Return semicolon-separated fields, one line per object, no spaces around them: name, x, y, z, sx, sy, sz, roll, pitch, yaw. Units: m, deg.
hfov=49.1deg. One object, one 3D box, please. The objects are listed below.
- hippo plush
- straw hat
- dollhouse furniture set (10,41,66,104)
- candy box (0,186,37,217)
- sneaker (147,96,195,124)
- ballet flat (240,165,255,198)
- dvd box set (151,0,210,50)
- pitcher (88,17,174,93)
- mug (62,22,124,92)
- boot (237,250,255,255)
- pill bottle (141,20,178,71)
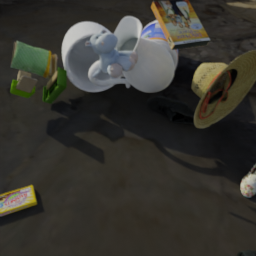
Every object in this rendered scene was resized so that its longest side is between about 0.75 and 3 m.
hippo plush;-0.392;-1.813;6.569;0.974;0.984;1.223;-37;29;-22
straw hat;2.422;-1.288;7.874;2.573;2.573;1.089;-25;53;-28
dollhouse furniture set;-2.881;-2.081;9.037;1.438;1.101;2.194;16;53;-35
candy box;-2.573;1.638;6.199;1.000;0.132;0.511;-16;44;-18
sneaker;1.321;-0.523;8.562;1.600;0.480;0.834;10;35;7
ballet flat;2.972;1.159;6.608;0.424;0.358;1.121;26;46;26
dvd box set;1.411;-2.846;7.633;1.135;0.228;1.551;-12;68;-18
pitcher;0.172;-1.855;8.698;2.202;2.566;1.556;-39;59;18
mug;-1.063;-2.625;10.211;2.750;2.031;2.411;18;27;-28
boot;2.872;2.671;4.515;1.572;0.710;1.918;-6;36;-8
pill bottle;1.167;-3.191;10.955;1.588;1.588;2.833;5;39;6
